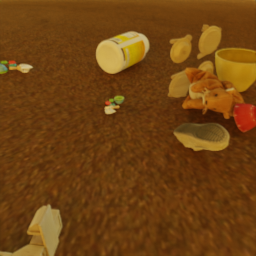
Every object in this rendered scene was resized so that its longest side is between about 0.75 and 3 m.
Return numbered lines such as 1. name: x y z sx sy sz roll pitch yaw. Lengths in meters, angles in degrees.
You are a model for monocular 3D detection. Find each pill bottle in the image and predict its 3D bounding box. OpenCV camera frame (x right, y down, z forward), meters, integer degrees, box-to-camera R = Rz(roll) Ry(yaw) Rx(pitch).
1. pill bottle: -0.158 -3.895 14.165 1.588 1.588 2.907 20 37 29

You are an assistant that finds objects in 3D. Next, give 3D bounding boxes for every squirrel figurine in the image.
1. squirrel figurine: 3.152 -1.126 9.731 2.159 1.528 2.015 2 18 -16

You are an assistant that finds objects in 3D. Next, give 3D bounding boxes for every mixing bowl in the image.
1. mixing bowl: 3.917 -0.390 9.107 0.531 0.980 0.980 -18 14 45

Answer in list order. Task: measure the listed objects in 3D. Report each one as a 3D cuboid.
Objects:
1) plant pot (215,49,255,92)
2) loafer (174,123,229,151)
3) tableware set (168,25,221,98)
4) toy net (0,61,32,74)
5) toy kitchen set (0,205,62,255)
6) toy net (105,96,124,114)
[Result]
1. plant pot: 4.640 -2.388 11.943 2.016 1.431 2.016 1 32 0
2. loafer: 2.120 0.299 7.952 0.741 0.669 1.958 -41 23 -15
3. tableware set: 2.537 -2.518 10.826 2.348 2.810 0.326 -21 41 -21
4. toy net: -5.602 -2.981 13.926 1.864 0.360 0.978 6 30 6
5. toy kitchen set: -2.074 2.023 5.331 1.212 1.096 1.343 4 33 6
6. toy net: -0.640 -0.894 10.652 0.653 0.240 1.244 11 31 16
